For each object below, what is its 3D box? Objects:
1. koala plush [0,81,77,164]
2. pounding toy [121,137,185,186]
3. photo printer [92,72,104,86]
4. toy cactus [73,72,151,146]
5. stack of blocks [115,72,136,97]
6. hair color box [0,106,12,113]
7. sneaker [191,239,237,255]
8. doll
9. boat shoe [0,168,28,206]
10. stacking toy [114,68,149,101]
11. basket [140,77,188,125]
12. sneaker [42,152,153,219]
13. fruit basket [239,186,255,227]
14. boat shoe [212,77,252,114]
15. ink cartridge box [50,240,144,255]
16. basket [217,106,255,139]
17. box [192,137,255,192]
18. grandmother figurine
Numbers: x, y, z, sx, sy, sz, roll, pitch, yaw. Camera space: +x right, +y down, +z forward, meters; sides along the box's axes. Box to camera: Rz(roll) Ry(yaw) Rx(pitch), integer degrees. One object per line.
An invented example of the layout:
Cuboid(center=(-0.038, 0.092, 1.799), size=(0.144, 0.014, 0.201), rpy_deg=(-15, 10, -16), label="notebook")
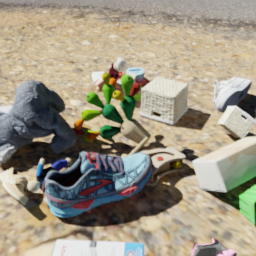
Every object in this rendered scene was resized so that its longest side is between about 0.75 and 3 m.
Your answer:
Cuboid(center=(-3.364, -0.111, 8.878), size=(2.474, 2.273, 2.194), rpy_deg=(-28, 61, 7), label="koala plush")
Cuboid(center=(0.780, 0.934, 8.081), size=(1.805, 1.036, 1.032), rpy_deg=(-9, 32, -13), label="pounding toy")
Cuboid(center=(-1.274, -2.368, 13.435), size=(0.878, 0.366, 1.055), rpy_deg=(-3, 34, -18), label="photo printer")
Cuboid(center=(-0.353, -0.312, 9.046), size=(2.409, 2.920, 1.493), rpy_deg=(37, 22, -4), label="toy cactus")
Cuboid(center=(-0.096, -1.849, 11.910), size=(0.411, 0.809, 1.405), rpy_deg=(22, 41, 10), label="stack of blocks")
Cuboid(center=(-4.416, -0.291, 10.215), size=(2.137, 0.648, 1.058), rpy_deg=(-7, 35, -9), label="hair color box")
Cuboid(center=(1.511, 2.783, 5.858), size=(1.524, 0.602, 0.727), rpy_deg=(-9, 31, -29), label="sneaker")
Cuboid(center=(-2.137, 1.305, 7.684), size=(0.364, 1.024, 1.501), rpy_deg=(-16, 9, 37), label="doll")
Cuboid(center=(-2.981, 1.490, 7.465), size=(0.548, 0.584, 1.584), rpy_deg=(-42, 40, -20), label="boat shoe")
Cuboid(center=(0.319, -2.147, 12.707), size=(1.909, 0.891, 2.109), rpy_deg=(26, 42, 33), label="stacking toy")
Cuboid(center=(1.439, -1.096, 10.915), size=(1.494, 1.212, 1.507), rpy_deg=(18, 37, 27), label="basket")
Cuboid(center=(-0.706, 1.185, 7.015), size=(2.893, 1.382, 1.147), rpy_deg=(-22, 31, -13), label="sneaker")
Cuboid(center=(3.492, 1.963, 6.877), size=(1.210, 0.873, 1.210), rpy_deg=(-9, 20, 3), label="fruit basket")
Cuboid(center=(4.019, -1.536, 11.572), size=(1.228, 1.064, 2.880), rpy_deg=(29, 43, 29), label="boat shoe")
Cuboid(center=(-0.613, 2.959, 5.368), size=(1.829, 0.770, 1.322), rpy_deg=(2, 35, 3), label="ink cartridge box")
Cuboid(center=(3.641, -0.183, 9.480), size=(0.910, 0.739, 0.919), rpy_deg=(38, 5, 2), label="basket")
Cuboid(center=(3.031, 0.970, 7.860), size=(2.202, 0.856, 1.046), rpy_deg=(-19, 2, -26), label="box")
Cuboid(center=(-0.705, -2.201, 11.725), size=(0.607, 2.004, 1.215), rpy_deg=(3, 64, -34), label="grandmother figurine")
